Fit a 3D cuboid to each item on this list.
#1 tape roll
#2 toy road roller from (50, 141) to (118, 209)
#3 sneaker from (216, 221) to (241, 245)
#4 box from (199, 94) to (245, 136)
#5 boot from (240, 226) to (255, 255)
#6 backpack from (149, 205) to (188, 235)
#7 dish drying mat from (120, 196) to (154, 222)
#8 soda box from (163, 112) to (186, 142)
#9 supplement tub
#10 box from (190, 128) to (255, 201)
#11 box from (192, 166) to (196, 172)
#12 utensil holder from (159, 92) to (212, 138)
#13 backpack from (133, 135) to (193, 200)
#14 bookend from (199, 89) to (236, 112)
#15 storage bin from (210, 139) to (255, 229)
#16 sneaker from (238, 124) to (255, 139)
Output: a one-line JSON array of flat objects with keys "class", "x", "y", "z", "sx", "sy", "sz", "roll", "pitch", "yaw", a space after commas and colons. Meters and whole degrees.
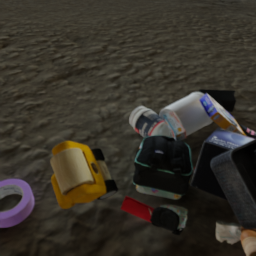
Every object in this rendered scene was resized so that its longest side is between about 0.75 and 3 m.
[{"class": "tape roll", "x": -4.000, "y": 2.484, "z": 9.343, "sx": 1.590, "sy": 0.522, "sz": 1.590, "roll": 0, "pitch": 39, "yaw": 0}, {"class": "toy road roller", "x": -1.713, "y": 1.686, "z": 8.784, "sx": 1.948, "sy": 2.669, "sz": 1.640, "roll": -31, "pitch": 68, "yaw": 11}, {"class": "sneaker", "x": 3.182, "y": 3.188, "z": 8.455, "sx": 1.427, "sy": 0.572, "sz": 0.502, "roll": 15, "pitch": -6, "yaw": -22}, {"class": "box", "x": 3.664, "y": -0.470, "z": 11.096, "sx": 2.191, "sy": 0.454, "sz": 1.304, "roll": 35, "pitch": 26, "yaw": -29}, {"class": "boot", "x": 3.902, "y": 3.166, "z": 7.133, "sx": 2.075, "sy": 0.764, "sz": 1.605, "roll": 28, "pitch": 16, "yaw": 8}, {"class": "backpack", "x": 1.347, "y": 2.730, "z": 8.497, "sx": 0.992, "sy": 1.189, "sz": 0.753, "roll": 19, "pitch": 87, "yaw": 36}, {"class": "dish drying mat", "x": 0.354, "y": 2.588, "z": 8.871, "sx": 1.165, "sy": 0.106, "sz": 0.447, "roll": 28, "pitch": 74, "yaw": -13}, {"class": "soda box", "x": 1.620, "y": -0.054, "z": 9.799, "sx": 0.390, "sy": 0.363, "sz": 1.141, "roll": -20, "pitch": 43, "yaw": -3}, {"class": "supplement tub", "x": 0.929, "y": -0.099, "z": 11.881, "sx": 1.142, "sy": 1.142, "sz": 1.627, "roll": -27, "pitch": 48, "yaw": -29}, {"class": "box", "x": 3.732, "y": 1.247, "z": 9.066, "sx": 2.622, "sy": 1.616, "sz": 2.600, "roll": 19, "pitch": 17, "yaw": 22}, {"class": "box", "x": 2.904, "y": 1.682, "z": 10.524, "sx": 0.570, "sy": 0.166, "sz": 0.833, "roll": -27, "pitch": 48, "yaw": -34}, {"class": "utensil holder", "x": 2.496, "y": -0.508, "z": 12.056, "sx": 1.851, "sy": 1.573, "sz": 1.573, "roll": -25, "pitch": 46, "yaw": -27}, {"class": "backpack", "x": 1.204, "y": 1.281, "z": 9.770, "sx": 1.961, "sy": 1.710, "sz": 2.231, "roll": 9, "pitch": 35, "yaw": 6}, {"class": "bookend", "x": 4.283, "y": -0.987, "z": 13.222, "sx": 1.757, "sy": 0.809, "sz": 1.746, "roll": 2, "pitch": 42, "yaw": 1}, {"class": "storage bin", "x": 2.943, "y": 1.283, "z": 6.519, "sx": 1.230, "sy": 0.853, "sz": 1.820, "roll": -20, "pitch": 76, "yaw": -22}, {"class": "sneaker", "x": 5.084, "y": 0.476, "z": 11.699, "sx": 0.855, "sy": 0.731, "sz": 2.085, "roll": 19, "pitch": 16, "yaw": -36}]
